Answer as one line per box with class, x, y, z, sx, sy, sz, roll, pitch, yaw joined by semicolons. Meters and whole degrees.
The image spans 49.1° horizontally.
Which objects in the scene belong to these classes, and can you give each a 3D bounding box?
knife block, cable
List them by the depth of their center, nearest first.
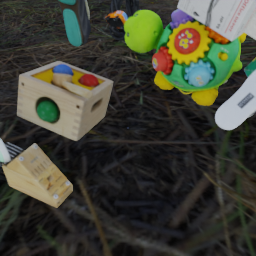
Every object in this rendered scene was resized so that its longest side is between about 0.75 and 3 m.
knife block;-2.356;1.101;6.430;1.841;1.616;0.589;50;43;-8
cable;-0.232;-4.280;10.120;0.550;2.167;1.768;24;66;20

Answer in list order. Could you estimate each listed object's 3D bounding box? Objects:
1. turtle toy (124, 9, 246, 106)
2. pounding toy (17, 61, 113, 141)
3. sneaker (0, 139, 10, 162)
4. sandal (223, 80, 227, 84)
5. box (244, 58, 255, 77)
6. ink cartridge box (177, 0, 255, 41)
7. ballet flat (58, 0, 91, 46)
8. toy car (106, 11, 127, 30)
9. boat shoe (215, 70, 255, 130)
turtle toy;1.158;-1.780;6.127;2.717;1.980;1.373;27;8;26
pounding toy;-1.047;-0.585;4.936;1.447;1.117;1.572;22;29;10
sneaker;-2.328;0.233;4.140;1.148;0.422;0.677;44;59;4
sandal;2.346;-1.358;7.757;0.297;0.493;1.210;-37;3;2
box;3.502;-0.649;4.912;2.668;0.645;1.565;-8;68;-21
ink cartridge box;1.649;-2.089;4.627;1.498;0.868;0.500;40;54;19
ballet flat;-1.726;-4.069;8.977;1.076;2.946;1.076;-2;52;3
toy car;0.025;-2.565;7.372;0.424;1.274;0.625;-56;29;-14
boat shoe;1.959;-0.524;4.175;0.532;1.483;0.503;49;38;13
